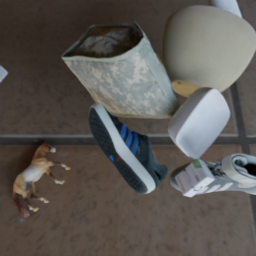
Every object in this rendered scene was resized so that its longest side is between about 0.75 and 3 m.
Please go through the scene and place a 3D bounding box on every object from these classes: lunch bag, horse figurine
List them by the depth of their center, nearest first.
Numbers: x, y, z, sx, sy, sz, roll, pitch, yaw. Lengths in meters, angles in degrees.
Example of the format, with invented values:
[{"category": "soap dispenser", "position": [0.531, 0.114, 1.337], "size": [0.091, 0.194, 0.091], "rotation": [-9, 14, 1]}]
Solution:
[{"category": "lunch bag", "position": [-0.015, -1.512, 7.738], "size": [2.897, 2.376, 1.703], "rotation": [18, 63, 45]}, {"category": "horse figurine", "position": [-3.038, 1.703, 9.263], "size": [1.619, 0.610, 2.442], "rotation": [29, 74, 22]}]

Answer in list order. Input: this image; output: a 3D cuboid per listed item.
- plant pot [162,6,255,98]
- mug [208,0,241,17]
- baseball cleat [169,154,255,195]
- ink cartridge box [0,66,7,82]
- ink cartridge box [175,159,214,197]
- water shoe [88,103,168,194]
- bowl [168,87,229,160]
[{"category": "plant pot", "position": [2.142, -1.932, 8.389], "size": [2.780, 2.780, 1.866], "rotation": [20, 81, 9]}, {"category": "mug", "position": [2.772, -3.577, 8.432], "size": [0.926, 1.157, 0.950], "rotation": [-16, 99, -11]}, {"category": "baseball cleat", "position": [2.309, 1.109, 7.227], "size": [2.818, 1.500, 0.983], "rotation": [-6, 56, 25]}, {"category": "ink cartridge box", "position": [-4.446, -1.161, 8.154], "size": [1.689, 0.645, 1.152], "rotation": [-40, 26, 8]}, {"category": "ink cartridge box", "position": [1.675, 1.283, 7.134], "size": [0.820, 0.346, 0.599], "rotation": [-45, 43, 25]}, {"category": "water shoe", "position": [-0.040, 0.432, 7.317], "size": [1.045, 0.947, 2.648], "rotation": [-29, 81, -35]}, {"category": "bowl", "position": [1.791, -0.147, 7.313], "size": [1.702, 1.705, 0.636], "rotation": [-52, 47, -1]}]
